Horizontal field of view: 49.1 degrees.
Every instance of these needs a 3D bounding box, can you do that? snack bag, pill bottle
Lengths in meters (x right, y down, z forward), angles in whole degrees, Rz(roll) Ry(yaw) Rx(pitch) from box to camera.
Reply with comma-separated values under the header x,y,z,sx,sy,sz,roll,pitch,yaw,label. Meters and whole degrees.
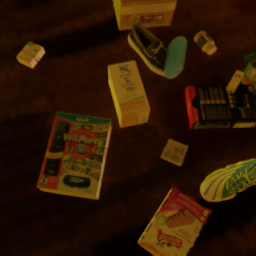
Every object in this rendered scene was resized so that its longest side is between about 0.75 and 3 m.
x,y,z,sx,sy,sz,roll,pitch,yaw,label
1.826,0.944,11.032,0.855,0.097,0.907,22,69,9,snack bag
3.545,-3.866,12.804,0.614,0.614,1.027,-26,69,-11,pill bottle

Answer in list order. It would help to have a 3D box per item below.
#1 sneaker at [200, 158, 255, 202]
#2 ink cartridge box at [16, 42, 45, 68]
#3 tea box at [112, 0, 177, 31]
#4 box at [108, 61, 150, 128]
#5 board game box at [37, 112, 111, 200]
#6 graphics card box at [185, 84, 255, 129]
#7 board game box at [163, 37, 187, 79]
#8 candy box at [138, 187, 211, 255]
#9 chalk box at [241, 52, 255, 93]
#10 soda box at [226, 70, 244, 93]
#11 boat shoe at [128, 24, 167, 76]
x,y,z,sx,sy,sz,roll,pitch,yaw,label
3.984,1.670,9.932,2.931,1.540,1.110,-23,69,-10,sneaker
-4.401,-3.296,12.656,0.747,0.431,1.023,26,69,11,ink cartridge box
0.648,-6.186,13.127,2.570,1.717,2.529,-9,68,-8,tea box
-0.010,-1.342,11.346,1.158,1.286,2.286,-12,67,-7,box
-1.930,1.016,10.554,2.168,0.944,2.938,8,66,3,board game box
3.832,-0.885,11.452,2.802,0.713,1.758,-3,64,-1,graphics card box
2.046,-2.838,11.495,0.337,1.367,1.731,9,89,-26,board game box
1.591,3.428,9.638,1.563,0.699,2.291,32,71,12,candy box
5.721,-2.236,11.739,1.328,1.318,2.127,-28,69,-10,chalk box
4.364,-1.891,11.401,0.335,0.314,0.985,29,62,17,soda box
1.082,-3.412,12.345,2.951,1.047,1.064,42,72,12,boat shoe
